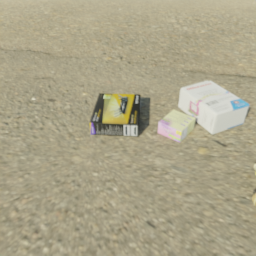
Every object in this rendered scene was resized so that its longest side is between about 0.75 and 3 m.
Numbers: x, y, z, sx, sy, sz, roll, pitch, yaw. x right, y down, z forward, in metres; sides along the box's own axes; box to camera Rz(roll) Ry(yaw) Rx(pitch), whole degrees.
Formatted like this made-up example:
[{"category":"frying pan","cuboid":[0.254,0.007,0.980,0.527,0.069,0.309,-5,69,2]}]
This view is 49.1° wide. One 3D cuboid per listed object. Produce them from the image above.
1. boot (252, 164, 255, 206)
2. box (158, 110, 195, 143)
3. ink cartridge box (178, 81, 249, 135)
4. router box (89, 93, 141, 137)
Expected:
[{"category":"boot","cuboid":[4.329,1.686,8.717,1.896,0.690,1.474,-11,37,-16]},{"category":"box","cuboid":[1.953,-0.091,11.293,1.041,0.572,1.184,24,41,29]},{"category":"ink cartridge box","cuboid":[3.589,-0.970,12.112,1.766,1.034,2.444,-16,40,-21]},{"category":"router box","cuboid":[-0.467,-0.614,11.940,1.936,0.643,2.462,2,35,3]}]
